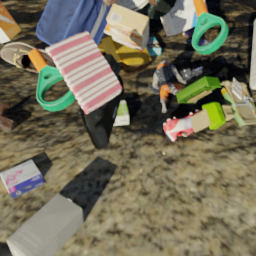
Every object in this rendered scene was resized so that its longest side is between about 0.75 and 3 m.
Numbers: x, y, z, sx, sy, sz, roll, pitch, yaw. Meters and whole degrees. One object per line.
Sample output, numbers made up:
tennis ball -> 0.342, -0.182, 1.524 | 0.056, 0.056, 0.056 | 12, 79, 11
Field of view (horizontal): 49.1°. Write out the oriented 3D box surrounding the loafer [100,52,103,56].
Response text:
loafer -> -1.009, -2.885, 12.152 | 0.649, 0.628, 1.850 | -43, 46, -4

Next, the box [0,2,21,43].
box -> -4.600, -3.793, 10.109 | 0.568, 1.166, 0.725 | -2, 46, 34

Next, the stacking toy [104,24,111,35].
stacking toy -> -0.539, -6.512, 15.241 | 1.904, 2.606, 1.904 | 0, 37, 0

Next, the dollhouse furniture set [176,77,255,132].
dollhouse furniture set -> 2.982, -0.634, 9.090 | 2.401, 1.205, 1.573 | -3, 71, -38

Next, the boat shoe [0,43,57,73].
boat shoe -> -4.367, -2.959, 12.075 | 2.823, 1.014, 0.840 | 16, 37, 10

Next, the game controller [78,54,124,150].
game controller -> -0.448, -0.563, 5.414 | 0.435, 1.077, 2.065 | 2, 40, 11

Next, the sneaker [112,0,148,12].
sneaker -> -0.268, -5.344, 11.367 | 2.396, 1.379, 0.904 | -19, 67, 11

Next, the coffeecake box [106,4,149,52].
coffeecake box -> 0.024, -2.402, 6.852 | 0.891, 1.161, 0.424 | 24, 87, 6

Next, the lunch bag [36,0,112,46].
lunch bag -> -1.650, -3.579, 9.219 | 1.633, 2.404, 1.590 | 38, 15, 32

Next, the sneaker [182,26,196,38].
sneaker -> 3.678, -5.342, 15.530 | 0.738, 0.639, 1.686 | 37, 49, 12

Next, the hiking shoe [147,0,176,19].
hiking shoe -> 1.303, -4.573, 9.456 | 0.711, 1.912, 0.829 | 15, 42, -37

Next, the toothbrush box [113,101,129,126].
toothbrush box -> -0.364, -0.497, 9.403 | 0.677, 0.400, 0.930 | -6, 40, -6

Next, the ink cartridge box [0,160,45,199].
ink cartridge box -> -2.754, 1.310, 7.296 | 0.877, 0.194, 0.894 | -25, 43, -28

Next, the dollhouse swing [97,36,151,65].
dollhouse swing -> -0.372, -3.224, 12.552 | 1.856, 1.631, 1.686 | -14, 78, -43

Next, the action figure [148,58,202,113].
action figure -> 1.739, -1.735, 10.100 | 2.139, 1.119, 2.069 | -25, 57, 9

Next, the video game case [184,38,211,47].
video game case -> 3.766, -4.302, 14.442 | 1.044, 0.139, 1.462 | -18, 41, -22

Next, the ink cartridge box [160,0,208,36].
ink cartridge box -> 1.991, -4.991, 10.977 | 1.635, 2.254, 0.944 | -23, 17, -2

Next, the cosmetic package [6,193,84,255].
cosmetic package -> -1.679, 2.160, 5.884 | 0.767, 0.647, 1.436 | 25, 42, 27

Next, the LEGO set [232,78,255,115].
LEGO set -> 3.042, -0.761, 7.363 | 1.032, 0.253, 0.771 | 41, 38, -10

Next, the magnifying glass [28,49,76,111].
magnifying glass -> -2.199, -1.451, 7.703 | 1.147, 0.323, 2.882 | -36, 48, -4

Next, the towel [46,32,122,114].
towel -> -0.631, -0.834, 4.168 | 0.796, 1.088, 0.163 | -38, 10, -37

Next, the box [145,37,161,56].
box -> 1.178, -4.087, 13.986 | 0.595, 0.355, 1.446 | -5, 39, -7

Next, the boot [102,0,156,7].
boot -> -0.058, -3.398, 7.212 | 1.291, 0.415, 1.203 | -29, 86, -2

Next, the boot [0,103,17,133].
boot -> -3.959, -0.330, 9.234 | 1.070, 0.344, 0.997 | 19, 55, 27

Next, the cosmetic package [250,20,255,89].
cosmetic package -> 4.711, -2.321, 7.992 | 1.865, 2.261, 1.864 | 4, -2, 10

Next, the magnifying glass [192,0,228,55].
magnifying glass -> 2.115, -2.965, 7.764 | 0.273, 0.970, 2.437 | 32, 42, -33

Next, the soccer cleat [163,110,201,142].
soccer cleat -> 1.932, -0.082, 8.861 | 1.785, 0.595, 0.683 | -15, 71, -26
